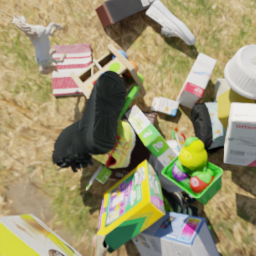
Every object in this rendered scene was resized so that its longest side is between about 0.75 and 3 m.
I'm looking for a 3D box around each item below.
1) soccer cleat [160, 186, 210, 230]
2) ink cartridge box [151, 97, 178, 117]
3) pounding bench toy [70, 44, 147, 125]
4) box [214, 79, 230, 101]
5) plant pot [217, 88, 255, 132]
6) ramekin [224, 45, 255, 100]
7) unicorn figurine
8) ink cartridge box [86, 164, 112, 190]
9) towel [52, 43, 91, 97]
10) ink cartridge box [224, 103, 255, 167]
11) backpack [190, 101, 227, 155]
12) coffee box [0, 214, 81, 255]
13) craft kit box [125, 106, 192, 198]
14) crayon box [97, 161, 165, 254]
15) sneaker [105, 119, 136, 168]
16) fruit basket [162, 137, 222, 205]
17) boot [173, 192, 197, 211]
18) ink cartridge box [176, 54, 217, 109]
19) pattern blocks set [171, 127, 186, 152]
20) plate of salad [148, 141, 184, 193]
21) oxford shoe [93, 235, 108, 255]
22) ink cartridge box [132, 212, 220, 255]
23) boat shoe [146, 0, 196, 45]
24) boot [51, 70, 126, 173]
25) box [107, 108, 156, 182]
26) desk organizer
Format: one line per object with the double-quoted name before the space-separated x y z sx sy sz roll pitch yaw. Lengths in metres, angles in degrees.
"soccer cleat" 1.674 2.652 9.011 0.885 0.737 2.184 -33 72 -32
"ink cartridge box" 1.312 -0.783 10.107 0.880 0.298 0.507 16 85 3
"pounding bench toy" -0.306 -1.211 9.096 1.899 1.512 2.435 -38 56 -1
"box" 3.447 -1.248 10.273 0.492 0.403 1.036 8 74 2
"plant pot" 3.256 -0.504 8.106 1.094 1.240 1.240 -15 48 34
"ramekin" 3.317 -1.502 7.257 1.474 0.686 1.474 2 59 -4
"unicorn figurine" -2.657 -2.661 8.581 0.813 1.512 2.201 -3 114 33
"ink cartridge box" -0.902 1.556 8.485 0.324 0.632 0.854 37 84 -8
"towel" -2.132 -2.241 10.654 1.511 0.239 2.097 -5 74 0
"ink cartridge box" 3.207 0.221 7.259 1.215 1.679 0.708 5 46 16
"backpack" 3.359 -0.109 9.449 2.169 1.373 1.810 -4 72 -2
"coffee box" -2.880 4.266 7.504 2.681 2.655 2.685 35 77 9
"craft kit box" 0.951 0.594 7.959 0.542 2.233 2.206 -42 117 5
"crayon box" 0.056 2.070 7.710 1.798 2.084 0.607 -40 106 14
"sneaker" -0.294 0.544 8.170 0.768 1.702 0.665 -12 34 -31
"fruit basket" 1.288 0.820 5.731 0.906 1.256 1.256 -42 78 -12
"boot" 1.661 1.845 7.694 0.748 0.990 0.357 -34 51 -5
"ink cartridge box" 2.414 -1.631 9.968 0.684 1.178 1.596 27 75 5
"pattern blocks set" 1.549 0.467 8.207 0.099 1.216 1.069 -24 60 22
"plate of salad" 1.557 1.307 9.504 1.750 0.420 1.750 -3 78 16
"oxford shoe" -0.617 2.911 6.594 0.292 0.280 0.791 -6 100 19
"ink cartridge box" 1.107 3.274 7.896 0.959 2.511 1.713 -43 117 -42
"boat shoe" 1.636 -3.920 10.943 0.777 0.855 2.326 -43 74 14
"boot" -1.202 -0.123 8.242 1.035 2.291 2.796 26 57 -30
"box" 0.119 0.636 9.497 1.235 0.925 2.467 11 76 3
"desk organizer" -0.066 -4.812 11.023 2.345 0.903 0.841 -35 110 -25
